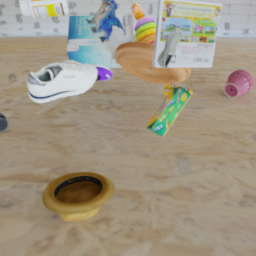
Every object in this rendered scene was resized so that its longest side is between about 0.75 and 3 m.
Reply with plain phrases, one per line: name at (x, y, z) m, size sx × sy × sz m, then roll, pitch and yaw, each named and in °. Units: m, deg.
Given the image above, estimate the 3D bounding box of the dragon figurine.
dragon figurine at (-0.517, -2.926, 7.762) m, size 0.997 × 0.590 × 2.004 m, roll -30°, pitch -16°, yaw 11°

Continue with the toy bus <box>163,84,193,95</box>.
toy bus at (1.811, -1.313, 10.196) m, size 1.024 × 0.401 × 0.333 m, roll 18°, pitch -1°, yaw 29°

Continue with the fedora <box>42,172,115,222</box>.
fedora at (-1.079, 1.590, 6.242) m, size 1.613 × 0.658 × 1.613 m, roll 1°, pitch 22°, yaw 0°

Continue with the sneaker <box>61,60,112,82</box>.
sneaker at (-1.258, -1.531, 8.692) m, size 1.657 × 0.576 × 0.824 m, roll 3°, pitch 63°, yaw -27°

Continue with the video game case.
video game case at (1.440, -2.273, 6.877) m, size 1.703 × 1.550 × 0.195 m, roll -5°, pitch 23°, yaw -21°

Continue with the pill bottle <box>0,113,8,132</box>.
pill bottle at (-4.979, -0.282, 10.459) m, size 0.703 × 0.703 × 1.256 m, roll -20°, pitch 30°, yaw -38°

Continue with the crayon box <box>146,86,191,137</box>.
crayon box at (0.874, -0.357, 6.190) m, size 0.324 × 1.113 × 0.661 m, roll 34°, pitch -1°, yaw -7°

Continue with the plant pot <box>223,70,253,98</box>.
plant pot at (5.501, -2.140, 14.228) m, size 1.283 × 1.283 × 1.149 m, roll 22°, pitch 48°, yaw 41°

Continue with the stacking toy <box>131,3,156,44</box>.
stacking toy at (0.748, -3.908, 11.450) m, size 1.445 × 2.632 × 1.528 m, roll -22°, pitch -6°, yaw 13°

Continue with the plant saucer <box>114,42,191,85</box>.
plant saucer at (0.897, -2.350, 10.806) m, size 2.990 × 0.483 × 2.990 m, roll 16°, pitch -9°, yaw 3°

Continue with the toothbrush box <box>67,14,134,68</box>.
toothbrush box at (-1.131, -3.701, 12.062) m, size 2.764 × 1.179 × 2.023 m, roll -1°, pitch 65°, yaw -2°

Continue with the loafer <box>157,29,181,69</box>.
loafer at (0.906, -1.653, 5.924) m, size 0.305 × 0.872 × 0.304 m, roll -12°, pitch 53°, yaw -32°

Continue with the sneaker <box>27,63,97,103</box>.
sneaker at (-1.557, -1.276, 7.007) m, size 1.957 × 0.788 × 0.748 m, roll -30°, pitch 61°, yaw -34°

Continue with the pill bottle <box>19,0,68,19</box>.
pill bottle at (-2.516, -3.692, 8.392) m, size 1.319 × 0.720 × 0.720 m, roll -8°, pitch 24°, yaw -5°
